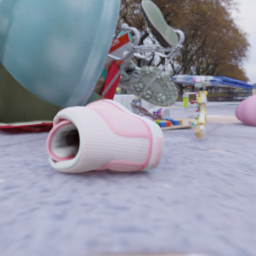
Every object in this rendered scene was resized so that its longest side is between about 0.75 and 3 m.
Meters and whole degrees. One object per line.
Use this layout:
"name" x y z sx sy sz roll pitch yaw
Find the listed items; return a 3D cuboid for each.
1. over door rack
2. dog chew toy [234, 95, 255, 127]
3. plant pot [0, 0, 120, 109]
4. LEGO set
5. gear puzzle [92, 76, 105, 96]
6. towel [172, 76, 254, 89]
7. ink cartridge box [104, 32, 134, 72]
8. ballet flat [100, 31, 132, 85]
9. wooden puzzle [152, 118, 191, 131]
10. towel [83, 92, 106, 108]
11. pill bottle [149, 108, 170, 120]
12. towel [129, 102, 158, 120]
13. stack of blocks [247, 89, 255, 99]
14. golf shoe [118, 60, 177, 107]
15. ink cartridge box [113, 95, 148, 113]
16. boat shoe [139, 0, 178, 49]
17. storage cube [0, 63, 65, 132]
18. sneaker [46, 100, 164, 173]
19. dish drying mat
"over door rack" 0.049 -1.435 7.755 2.207 2.988 0.995 -19 56 -46
"dog chew toy" 4.143 -0.545 9.393 1.028 1.028 1.650 0 0 -4
"plant pot" -1.550 -1.844 5.465 1.818 2.714 2.714 17 -1 -24
"LEGO set" 1.511 -0.396 6.476 0.564 1.516 0.697 2 -22 18
"gear puzzle" -1.062 -0.914 7.747 0.305 1.207 2.330 23 -7 14
"towel" 3.082 -1.666 10.409 1.805 0.293 2.457 3 8 -34
"ink cartridge box" -0.320 -2.141 8.050 1.052 0.325 1.298 -30 -3 3
"ballet flat" -0.692 -2.047 9.097 0.835 2.456 0.840 39 -8 -23
"wooden puzzle" 1.191 -0.127 8.588 1.186 0.275 1.099 -2 6 -19
"towel" -0.763 -0.422 7.103 1.109 0.813 0.120 27 -22 -27
"pill bottle" 1.290 -0.591 11.703 0.485 0.485 0.870 -5 7 -36
"towel" 0.613 -0.660 11.151 1.089 0.124 0.784 33 -5 -39
"stack of blocks" 5.774 -1.044 12.202 0.646 1.270 2.205 1 6 10
"golf shoe" 0.619 -1.493 9.834 2.988 1.170 1.453 36 -1 33
"ink cartridge box" -0.227 -1.358 16.009 1.717 1.034 2.363 5 7 44
"boat shoe" 0.399 -1.462 4.036 0.248 0.293 0.822 -7 -40 46
"storage cube" -2.863 -1.276 8.290 2.359 2.759 2.480 -4 2 -28
"sneaker" -0.652 0.040 4.192 1.285 0.925 2.459 2 9 -28
"dish drying mat" -0.596 -0.944 8.065 0.175 1.923 0.739 7 -23 19
